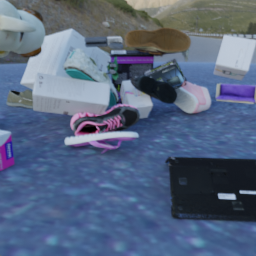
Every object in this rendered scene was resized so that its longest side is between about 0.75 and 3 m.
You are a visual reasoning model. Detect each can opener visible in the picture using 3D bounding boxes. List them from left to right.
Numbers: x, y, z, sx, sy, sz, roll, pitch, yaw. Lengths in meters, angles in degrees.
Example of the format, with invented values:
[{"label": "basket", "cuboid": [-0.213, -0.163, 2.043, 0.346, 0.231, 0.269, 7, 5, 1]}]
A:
[{"label": "can opener", "cuboid": [-0.689, -2.407, 7.912, 1.096, 0.289, 0.364, 1, 45, 1]}]

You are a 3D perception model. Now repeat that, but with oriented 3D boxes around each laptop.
[{"label": "laptop", "cuboid": [1.654, 1.126, 5.454, 1.789, 1.043, 2.019, 1, 42, 4]}]

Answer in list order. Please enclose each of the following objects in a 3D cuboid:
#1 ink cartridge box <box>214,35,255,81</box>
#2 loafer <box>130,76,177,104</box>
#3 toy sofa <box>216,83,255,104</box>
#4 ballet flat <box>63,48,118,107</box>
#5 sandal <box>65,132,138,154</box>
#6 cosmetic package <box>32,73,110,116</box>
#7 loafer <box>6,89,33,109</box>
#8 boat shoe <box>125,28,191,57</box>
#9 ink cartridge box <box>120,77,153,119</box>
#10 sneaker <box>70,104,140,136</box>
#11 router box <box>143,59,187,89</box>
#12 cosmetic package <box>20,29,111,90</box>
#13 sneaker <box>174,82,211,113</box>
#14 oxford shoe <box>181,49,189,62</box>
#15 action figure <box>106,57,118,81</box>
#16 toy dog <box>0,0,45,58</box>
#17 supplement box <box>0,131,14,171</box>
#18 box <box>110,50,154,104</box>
[{"label": "ink cartridge box", "cuboid": [4.076, -2.672, 10.833, 1.171, 1.176, 1.603, 16, 1, 14]}, {"label": "loafer", "cuboid": [0.935, -1.377, 9.818, 1.913, 0.696, 0.692, 22, 3, -35]}, {"label": "toy sofa", "cuboid": [5.421, -1.742, 13.963, 1.970, 0.816, 0.961, 9, 17, 27]}, {"label": "ballet flat", "cuboid": [-1.015, -1.586, 8.949, 0.977, 0.977, 2.724, 8, -17, 26]}, {"label": "sandal", "cuboid": [-0.674, 0.409, 7.298, 2.110, 0.518, 0.858, -6, -3, 27]}, {"label": "cosmetic package", "cuboid": [-1.733, -0.925, 8.555, 2.174, 0.805, 1.105, 8, -23, -14]}, {"label": "loafer", "cuboid": [-4.535, -1.341, 12.646, 2.224, 0.775, 0.836, 4, 17, 12]}, {"label": "boat shoe", "cuboid": [1.102, -3.038, 10.159, 2.385, 0.860, 0.858, 6, -6, 19]}, {"label": "ink cartridge box", "cuboid": [0.248, -1.124, 10.409, 0.861, 1.375, 0.884, -9, -26, -14]}, {"label": "sneaker", "cuboid": [-0.655, -0.101, 8.374, 2.161, 0.854, 1.031, -13, 21, -3]}, {"label": "router box", "cuboid": [1.384, -1.853, 10.521, 1.357, 1.017, 0.421, -20, 38, 26]}, {"label": "cosmetic package", "cuboid": [-2.295, -2.118, 10.331, 2.349, 1.966, 1.954, 7, -14, 44]}, {"label": "sneaker", "cuboid": [2.401, -1.545, 11.924, 1.401, 1.008, 2.679, -7, 42, -35]}, {"label": "oxford shoe", "cuboid": [2.182, -3.094, 10.925, 0.370, 1.283, 0.482, -1, 59, 15]}, {"label": "action figure", "cuboid": [-0.547, -1.939, 9.101, 0.327, 0.707, 1.198, 4, 12, -12]}, {"label": "toy dog", "cuboid": [-2.989, -2.531, 6.899, 2.207, 1.588, 2.276, -3, 8, 15]}, {"label": "supplement box", "cuboid": [-3.330, 0.622, 5.873, 0.847, 0.829, 1.639, 6, 18, 21]}, {"label": "box", "cuboid": [0.151, -2.063, 11.755, 1.725, 2.413, 0.436, 0, 39, -1]}]
